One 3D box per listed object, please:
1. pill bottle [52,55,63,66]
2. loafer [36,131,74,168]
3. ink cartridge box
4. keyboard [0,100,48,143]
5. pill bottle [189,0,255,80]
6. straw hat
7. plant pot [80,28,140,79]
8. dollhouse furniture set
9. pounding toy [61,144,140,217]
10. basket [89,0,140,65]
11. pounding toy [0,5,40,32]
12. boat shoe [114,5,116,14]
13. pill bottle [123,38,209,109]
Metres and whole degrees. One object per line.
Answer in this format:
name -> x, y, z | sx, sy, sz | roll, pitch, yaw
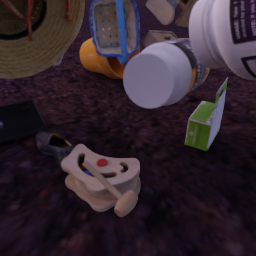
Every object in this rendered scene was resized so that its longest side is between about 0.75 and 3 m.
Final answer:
pill bottle -> -2.101, -2.778, 7.630 | 1.122, 1.875, 1.122 | 23, 19, -8
loafer -> -1.591, 0.343, 6.206 | 1.514, 0.547, 0.551 | 26, 40, 37
ink cartridge box -> 1.838, -0.382, 6.524 | 0.554, 1.462, 1.080 | 16, 35, 25
keyboard -> -3.464, -0.112, 6.861 | 2.569, 0.330, 1.543 | -16, 54, -31
pill bottle -> 2.252, -1.457, 3.436 | 1.611, 1.611, 2.865 | -27, 20, -38
straw hat -> -1.891, -1.968, 4.520 | 2.241, 2.241, 0.948 | -17, 51, -26
plant pot -> -0.806, -2.736, 10.332 | 1.708, 1.865, 1.865 | 6, 28, 40
dollhouse furniture set -> 1.440, -2.265, 6.154 | 1.836, 2.095, 1.391 | -13, 60, -38
pounding toy -> -0.387, 0.726, 5.047 | 1.881, 1.079, 1.076 | 27, 44, 37
basket -> -0.284, -2.315, 6.390 | 1.154, 1.463, 1.659 | -7, 27, -6
pounding toy -> -2.306, -2.698, 5.806 | 2.208, 1.025, 1.704 | -22, 11, 6
boat shoe -> -0.381, -3.575, 7.889 | 0.352, 0.979, 0.331 | -17, 2, 12
pill bottle -> 0.755, -1.036, 5.177 | 1.105, 1.105, 1.898 | 16, 27, 24
